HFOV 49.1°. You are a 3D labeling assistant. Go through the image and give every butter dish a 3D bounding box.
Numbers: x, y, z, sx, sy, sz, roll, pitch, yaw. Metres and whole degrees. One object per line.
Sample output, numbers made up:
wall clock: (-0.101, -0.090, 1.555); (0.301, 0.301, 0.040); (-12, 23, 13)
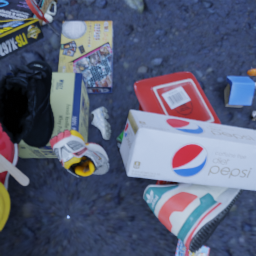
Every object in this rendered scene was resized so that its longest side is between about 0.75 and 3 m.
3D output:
butter dish: (0.929, -0.233, 6.226); (1.668, 1.233, 1.663); (-17, 74, -27)

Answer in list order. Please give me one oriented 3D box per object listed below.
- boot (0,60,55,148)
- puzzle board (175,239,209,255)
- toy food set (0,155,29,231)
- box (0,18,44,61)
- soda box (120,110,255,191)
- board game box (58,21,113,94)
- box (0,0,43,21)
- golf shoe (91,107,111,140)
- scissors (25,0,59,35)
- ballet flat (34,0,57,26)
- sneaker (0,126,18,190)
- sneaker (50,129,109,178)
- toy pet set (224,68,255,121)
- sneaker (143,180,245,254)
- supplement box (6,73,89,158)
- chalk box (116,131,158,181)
boot: (-1.971, -0.248, 5.550); (0.811, 1.795, 2.191); (7, 113, -8)
puzzle board: (1.141, 2.535, 5.169); (0.606, 0.070, 0.805); (18, 70, 2)
toy food set: (-2.737, 1.379, 4.537); (0.736, 1.325, 2.253); (12, 64, 38)
box: (-3.325, -1.965, 6.545); (1.711, 0.529, 2.143); (11, 40, 28)
soda box: (1.191, 0.379, 4.548); (2.512, 0.856, 0.800); (8, 110, -12)
board game box: (-1.412, -2.433, 9.539); (1.783, 0.455, 2.632); (0, 70, 0)
box: (-4.196, -4.553, 10.313); (1.837, 0.464, 2.570); (13, 72, 5)
golf shoe: (-0.862, -0.094, 8.784); (0.538, 0.434, 1.108); (-17, 64, 12)
scissors: (-2.083, -2.674, 7.023); (0.124, 1.776, 0.650); (-26, 67, 3)
ballet flat: (-2.980, -4.199, 10.218); (0.583, 0.547, 1.613); (20, 66, -13)
sneaker: (-3.050, 1.048, 5.924); (0.973, 1.434, 2.483); (7, 106, -5)
sneaker: (-0.949, 0.753, 5.990); (0.753, 1.934, 0.795); (-33, 62, 9)
toy pet set: (4.009, -1.250, 8.804); (1.820, 1.035, 1.949); (3, 70, 1)
sneaker: (1.358, 1.246, 5.524); (1.369, 2.929, 1.031); (35, 110, 26)
supplement box: (-2.356, -0.322, 8.227); (2.194, 1.474, 2.196); (0, 70, 0)
chalk box: (0.912, 0.643, 7.966); (2.148, 1.341, 1.331); (36, 75, 11)
